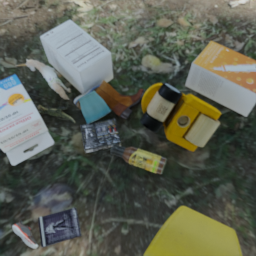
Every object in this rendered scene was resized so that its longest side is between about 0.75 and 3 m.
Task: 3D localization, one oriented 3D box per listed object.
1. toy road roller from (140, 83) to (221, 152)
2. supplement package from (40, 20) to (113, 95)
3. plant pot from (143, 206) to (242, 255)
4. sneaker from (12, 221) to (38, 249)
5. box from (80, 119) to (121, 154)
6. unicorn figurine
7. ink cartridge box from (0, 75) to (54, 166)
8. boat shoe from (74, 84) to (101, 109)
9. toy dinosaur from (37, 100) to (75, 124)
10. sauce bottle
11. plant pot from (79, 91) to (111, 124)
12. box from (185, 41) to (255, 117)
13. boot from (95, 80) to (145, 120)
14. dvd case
[{"bbox_3d":[1.645,-0.550,9.429,2.493,1.532,1.820,27,20,-10],"label":"toy road roller"},{"bbox_3d":[-1.926,-2.666,10.711,1.451,1.446,2.474,-38,67,-20],"label":"supplement package"},{"bbox_3d":[1.534,3.319,6.857,2.201,2.201,1.941,23,41,14],"label":"plant pot"},{"bbox_3d":[-2.872,3.031,8.038,0.939,0.362,0.384,41,42,9],"label":"sneaker"},{"bbox_3d":[-0.954,0.274,9.658,1.255,0.312,0.990,-12,60,-7],"label":"box"},{"bbox_3d":[-2.919,-1.887,10.319,1.984,1.363,0.733,34,89,27],"label":"unicorn figurine"},{"bbox_3d":[-3.940,-0.327,9.635,1.634,0.963,2.838,-30,64,-16],"label":"ink cartridge box"},{"bbox_3d":[-1.309,-1.129,10.424,1.375,0.497,0.498,-34,70,-7],"label":"boat shoe"},{"bbox_3d":[-2.513,-0.651,10.187,1.490,0.354,0.656,18,73,4],"label":"toy dinosaur"},{"bbox_3d":[0.313,0.976,9.102,1.808,0.585,0.585,17,61,10],"label":"sauce bottle"},{"bbox_3d":[-1.229,-0.759,9.702,0.947,0.947,0.890,-32,101,-17],"label":"plant pot"},{"bbox_3d":[3.673,-1.834,10.301,2.526,1.231,1.571,31,60,16],"label":"box"},{"bbox_3d":[-0.318,-1.224,10.292,1.540,0.527,1.450,36,78,4],"label":"boot"},{"bbox_3d":[-2.024,2.913,8.248,1.150,0.092,0.855,-13,62,-9],"label":"dvd case"}]
